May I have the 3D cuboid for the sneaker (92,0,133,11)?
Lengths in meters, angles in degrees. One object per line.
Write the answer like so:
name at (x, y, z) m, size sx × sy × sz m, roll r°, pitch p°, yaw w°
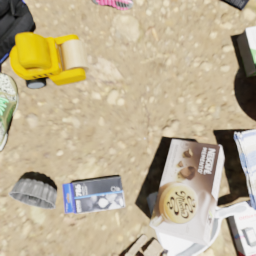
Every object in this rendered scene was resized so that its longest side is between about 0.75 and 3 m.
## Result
sneaker at (-0.474, -4.322, 9.175) m, size 1.377 × 0.544 × 0.657 m, roll 14°, pitch 71°, yaw 1°

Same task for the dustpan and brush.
dustpan and brush at (2.168, 2.519, 7.975) m, size 2.872 × 0.822 × 2.004 m, roll -16°, pitch 82°, yaw -2°

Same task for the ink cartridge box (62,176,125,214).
ink cartridge box at (-1.050, 2.004, 8.281) m, size 1.832 × 0.359 × 0.911 m, roll -9°, pitch 84°, yaw 0°

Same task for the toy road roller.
toy road roller at (-2.348, -2.077, 8.246) m, size 2.199 × 1.605 × 1.351 m, roll -11°, pitch 82°, yaw -2°

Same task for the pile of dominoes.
pile of dominoes at (0.447, 3.865, 7.819) m, size 1.145 × 0.234 × 1.469 m, roll 35°, pitch 67°, yaw 30°

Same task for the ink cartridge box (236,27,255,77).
ink cartridge box at (4.563, -2.479, 8.707) m, size 1.880 × 0.822 × 1.366 m, roll -12°, pitch 83°, yaw 0°

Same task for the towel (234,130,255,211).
towel at (3.661, 1.114, 8.001) m, size 0.260 × 1.602 × 2.181 m, roll -18°, pitch 82°, yaw 43°

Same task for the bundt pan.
bundt pan at (-2.613, 1.837, 7.901) m, size 1.346 × 1.346 × 0.505 m, roll 12°, pitch 59°, yaw 2°

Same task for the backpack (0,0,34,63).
backpack at (-4.282, -3.119, 8.040) m, size 2.686 × 2.820 × 2.172 m, roll -38°, pitch 70°, yaw -8°

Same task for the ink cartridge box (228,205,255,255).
ink cartridge box at (3.628, 3.033, 8.002) m, size 1.097 × 0.637 × 1.487 m, roll -15°, pitch 83°, yaw -2°

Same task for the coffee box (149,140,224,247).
coffee box at (1.629, 1.632, 7.419) m, size 1.379 × 0.974 × 2.439 m, roll 6°, pitch 63°, yaw 28°

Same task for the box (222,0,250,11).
box at (3.374, -5.671, 8.870) m, size 2.441 × 1.396 × 2.681 m, roll 29°, pitch 83°, yaw 4°

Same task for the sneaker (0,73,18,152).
sneaker at (-3.770, -0.447, 8.102) m, size 0.967 × 1.114 × 2.514 m, roll 10°, pitch 78°, yaw -20°
